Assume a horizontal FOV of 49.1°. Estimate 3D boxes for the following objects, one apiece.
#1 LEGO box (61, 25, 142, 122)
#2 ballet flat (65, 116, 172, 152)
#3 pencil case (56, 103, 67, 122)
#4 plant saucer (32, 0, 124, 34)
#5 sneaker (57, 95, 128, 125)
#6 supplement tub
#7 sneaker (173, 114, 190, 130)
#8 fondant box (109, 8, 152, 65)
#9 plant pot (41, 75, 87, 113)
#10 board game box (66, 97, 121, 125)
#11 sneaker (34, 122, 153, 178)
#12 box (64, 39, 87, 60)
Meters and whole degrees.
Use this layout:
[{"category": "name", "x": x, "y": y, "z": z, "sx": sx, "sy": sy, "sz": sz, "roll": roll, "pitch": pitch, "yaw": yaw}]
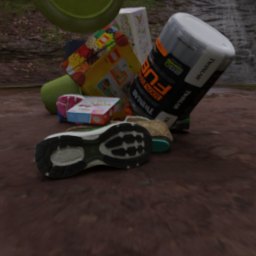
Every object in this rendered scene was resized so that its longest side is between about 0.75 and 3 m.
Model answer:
[{"category": "LEGO box", "x": -0.473, "y": -1.392, "z": 7.804, "sx": 0.871, "sy": 1.681, "sz": 2.257, "roll": 44, "pitch": -4, "yaw": 38}, {"category": "ballet flat", "x": -0.207, "y": 0.088, "z": 6.450, "sx": 2.404, "sy": 0.848, "sz": 0.785, "roll": 6, "pitch": 52, "yaw": -4}, {"category": "pencil case", "x": -1.741, "y": -0.639, "z": 10.451, "sx": 1.837, "sy": 0.798, "sz": 0.717, "roll": -2, "pitch": -25, "yaw": -16}, {"category": "plant saucer", "x": -1.007, "y": -3.078, "z": 5.811, "sx": 2.119, "sy": 2.119, "sz": 0.329, "roll": -4, "pitch": 12, "yaw": -18}, {"category": "sneaker", "x": -1.090, "y": -0.682, "z": 9.769, "sx": 2.677, "sy": 0.987, "sz": 1.171, "roll": 8, "pitch": 21, "yaw": 6}, {"category": "supplement tub", "x": 1.123, "y": -1.188, "z": 7.052, "sx": 1.741, "sy": 2.843, "sz": 1.741, "roll": 20, "pitch": 37, "yaw": -17}, {"category": "sneaker", "x": 1.210, "y": -0.609, "z": 9.147, "sx": 0.874, "sy": 0.954, "sz": 2.240, "roll": 1, "pitch": 13, "yaw": -37}, {"category": "fondant box", "x": 0.073, "y": -2.768, "z": 9.509, "sx": 0.678, "sy": 2.328, "sz": 1.680, "roll": -28, "pitch": 31, "yaw": -23}, {"category": "plant pot", "x": -2.587, "y": -1.449, "z": 12.213, "sx": 2.051, "sy": 2.160, "sz": 2.160, "roll": -11, "pitch": 8, "yaw": 14}, {"category": "board game box", "x": -0.745, "y": -0.423, "z": 6.352, "sx": 0.861, "sy": 0.227, "sz": 1.125, "roll": 6, "pitch": 25, "yaw": 17}, {"category": "sneaker", "x": -0.645, "y": 0.318, "z": 5.453, "sx": 2.355, "sy": 0.906, "sz": 1.044, "roll": -3, "pitch": 8, "yaw": -25}, {"category": "box", "x": -1.791, "y": -2.698, "z": 10.477, "sx": 0.951, "sy": 1.044, "sz": 0.544, "roll": -4, "pitch": -11, "yaw": -31}]
